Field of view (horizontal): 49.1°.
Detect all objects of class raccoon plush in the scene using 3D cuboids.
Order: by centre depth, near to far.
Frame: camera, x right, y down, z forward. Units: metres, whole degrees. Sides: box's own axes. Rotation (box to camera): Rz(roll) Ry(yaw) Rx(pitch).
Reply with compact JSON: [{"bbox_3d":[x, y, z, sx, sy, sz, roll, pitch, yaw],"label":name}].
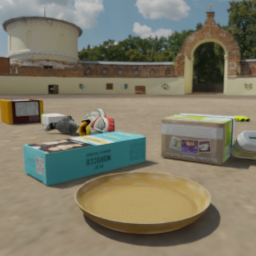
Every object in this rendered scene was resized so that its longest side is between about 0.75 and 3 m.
[{"bbox_3d":[-2.819,0.097,11.944,1.561,0.755,1.046,-25,22,0],"label":"raccoon plush"}]

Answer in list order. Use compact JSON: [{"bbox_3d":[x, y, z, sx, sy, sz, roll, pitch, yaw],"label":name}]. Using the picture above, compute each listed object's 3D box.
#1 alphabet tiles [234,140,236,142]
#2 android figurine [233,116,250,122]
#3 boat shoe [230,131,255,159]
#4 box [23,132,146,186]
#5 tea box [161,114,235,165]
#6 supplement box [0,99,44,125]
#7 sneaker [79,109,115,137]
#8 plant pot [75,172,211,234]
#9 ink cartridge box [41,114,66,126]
[{"bbox_3d":[4.357,0.617,9.434,2.516,0.080,2.094,-3,9,-22],"label":"alphabet tiles"},{"bbox_3d":[6.690,-0.529,16.729,1.041,0.235,1.144,-1,9,-6],"label":"android figurine"},{"bbox_3d":[3.828,0.525,7.888,2.198,0.791,0.682,9,-39,-21],"label":"boat shoe"},{"bbox_3d":[-0.976,0.647,7.051,2.915,0.716,1.199,-7,11,-41],"label":"box"},{"bbox_3d":[2.069,0.252,8.183,1.728,1.154,1.700,5,11,29],"label":"tea box"},{"bbox_3d":[-6.127,-0.983,16.144,1.935,1.285,1.908,-6,10,-35],"label":"supplement box"},{"bbox_3d":[-1.406,-0.131,11.023,1.174,1.113,2.858,-4,9,-18],"label":"sneaker"},{"bbox_3d":[0.233,1.205,4.715,2.217,0.305,2.217,-1,9,0],"label":"plant pot"},{"bbox_3d":[-3.957,-0.419,14.866,0.950,0.548,1.305,-5,10,-32],"label":"ink cartridge box"}]
